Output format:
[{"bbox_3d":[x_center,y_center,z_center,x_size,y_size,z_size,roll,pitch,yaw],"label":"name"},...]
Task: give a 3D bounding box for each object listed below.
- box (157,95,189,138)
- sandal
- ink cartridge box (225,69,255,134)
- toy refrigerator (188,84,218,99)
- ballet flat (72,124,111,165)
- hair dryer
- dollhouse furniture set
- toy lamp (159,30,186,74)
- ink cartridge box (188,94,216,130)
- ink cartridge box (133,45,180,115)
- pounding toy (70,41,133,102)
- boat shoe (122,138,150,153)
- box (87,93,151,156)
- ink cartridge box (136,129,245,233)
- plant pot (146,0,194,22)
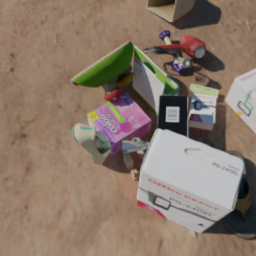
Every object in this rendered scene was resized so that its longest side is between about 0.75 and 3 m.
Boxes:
[{"bbox_3d":[1.358,0.002,8.697,0.923,1.463,1.488,2,60,9],"label":"box"},{"bbox_3d":[3.157,1.834,8.024,1.039,0.694,2.543,1,72,5],"label":"sandal"},{"bbox_3d":[4.399,-0.933,9.362,1.244,1.238,1.696,-26,61,-14],"label":"ink cartridge box"},{"bbox_3d":[2.705,-1.255,10.088,0.992,0.347,0.377,15,62,9],"label":"toy refrigerator"},{"bbox_3d":[-0.864,0.496,7.964,0.783,2.253,0.783,-4,67,10],"label":"ballet flat"},{"bbox_3d":[1.881,-3.055,10.403,1.999,0.713,2.625,25,36,19],"label":"hair dryer"},{"bbox_3d":[0.524,0.857,8.736,1.272,0.621,1.085,-22,63,-12],"label":"dollhouse furniture set"},{"bbox_3d":[1.740,-2.931,10.901,0.559,0.559,1.919,-15,63,-8],"label":"toy lamp"},{"bbox_3d":[2.537,-0.568,9.596,0.820,0.478,1.133,9,60,9],"label":"ink cartridge box"},{"bbox_3d":[0.927,-1.653,9.271,0.812,2.145,1.585,-33,66,-18],"label":"ink cartridge box"},{"bbox_3d":[-0.624,-1.718,9.508,2.208,2.860,1.327,-36,105,-12],"label":"pounding toy"},{"bbox_3d":[0.263,0.504,8.565,1.215,0.437,0.399,-6,84,-42],"label":"boat shoe"},{"bbox_3d":[-0.293,-0.155,9.220,1.581,0.764,1.390,-32,65,-16],"label":"box"},{"bbox_3d":[1.356,1.482,7.091,2.065,2.844,1.186,21,63,12],"label":"ink cartridge box"},{"bbox_3d":[1.969,-5.711,11.867,1.487,1.678,1.680,-24,52,-30],"label":"plant pot"}]
